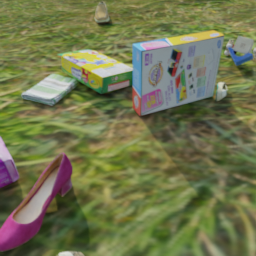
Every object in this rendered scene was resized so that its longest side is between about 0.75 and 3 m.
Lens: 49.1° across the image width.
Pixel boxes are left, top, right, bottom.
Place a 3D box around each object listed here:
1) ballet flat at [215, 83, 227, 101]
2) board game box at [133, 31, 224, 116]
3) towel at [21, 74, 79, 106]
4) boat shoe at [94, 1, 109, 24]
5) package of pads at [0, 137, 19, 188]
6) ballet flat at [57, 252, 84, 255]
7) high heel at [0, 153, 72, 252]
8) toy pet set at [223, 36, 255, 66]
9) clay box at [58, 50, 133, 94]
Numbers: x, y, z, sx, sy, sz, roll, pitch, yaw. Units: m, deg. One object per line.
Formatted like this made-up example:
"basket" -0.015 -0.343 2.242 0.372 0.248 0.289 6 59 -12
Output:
"ballet flat" 2.952 -1.157 8.832 0.344 0.344 0.990 11 40 14
"board game box" 1.396 -1.574 8.039 2.601 1.990 0.524 -15 39 -19
"towel" -2.496 -1.323 9.133 1.215 0.250 1.628 15 40 17
"boat shoe" -1.449 -6.282 15.078 0.781 0.830 2.181 -5 38 -6
"package of pads" -3.330 0.615 6.229 1.155 0.725 1.917 -25 44 -25
"ballet flat" -1.197 2.198 4.456 1.019 0.384 0.346 -14 40 -18
"high heel" -1.719 1.303 5.169 0.649 0.925 1.928 24 44 28
"toy pet set" 4.510 -2.742 10.766 1.773 0.941 1.655 24 9 24
"clay box" -1.164 -2.037 9.649 1.478 0.612 2.573 -22 41 -38
